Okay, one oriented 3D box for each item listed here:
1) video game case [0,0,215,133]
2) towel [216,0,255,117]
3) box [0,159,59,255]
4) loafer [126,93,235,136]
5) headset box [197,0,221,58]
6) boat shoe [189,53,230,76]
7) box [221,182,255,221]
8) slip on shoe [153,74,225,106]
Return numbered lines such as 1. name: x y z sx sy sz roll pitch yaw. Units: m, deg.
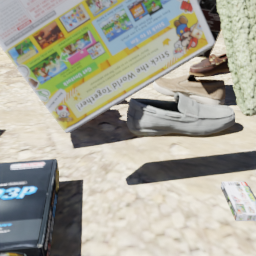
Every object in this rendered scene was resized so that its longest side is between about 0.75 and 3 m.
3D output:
1. video game case: -0.476 -1.627 4.133 2.808 2.556 0.321 -30 22 6
2. towel: 1.794 -1.168 3.327 1.457 1.963 0.358 -8 0 -13
3. box: -2.448 1.347 4.388 2.537 0.584 2.017 -3 28 -6
4. loafer: 1.398 -0.392 7.250 2.871 1.002 1.004 -3 28 -7
5. headset box: 2.006 -3.596 7.869 0.993 2.573 1.914 3 41 -16
6. boat shoe: 3.586 -2.773 12.007 2.339 0.822 0.823 -17 34 -27
7. box: 2.014 1.282 4.991 0.473 0.149 0.859 0 28 0
8. slip on shoe: 2.018 -1.455 9.487 1.006 0.802 2.646 -24 36 -38
